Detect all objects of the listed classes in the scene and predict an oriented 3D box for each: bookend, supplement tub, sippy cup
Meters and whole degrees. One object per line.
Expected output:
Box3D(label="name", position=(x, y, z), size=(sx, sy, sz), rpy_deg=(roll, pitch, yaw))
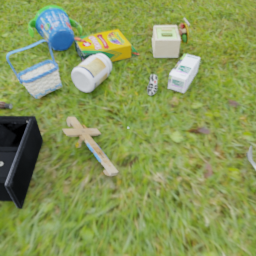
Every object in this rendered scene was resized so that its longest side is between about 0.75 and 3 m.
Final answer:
Box3D(label="bookend", position=(-4.356, 0.957, 8.618), size=(2.705, 1.246, 2.688), rpy_deg=(1, 45, 1))
Box3D(label="supplement tub", position=(-1.524, -2.378, 11.968), size=(1.151, 1.151, 1.594), rpy_deg=(23, 49, 21))
Box3D(label="sippy cup", position=(-3.625, -4.907, 14.186), size=(2.376, 1.866, 1.741), rpy_deg=(-32, 60, 1))

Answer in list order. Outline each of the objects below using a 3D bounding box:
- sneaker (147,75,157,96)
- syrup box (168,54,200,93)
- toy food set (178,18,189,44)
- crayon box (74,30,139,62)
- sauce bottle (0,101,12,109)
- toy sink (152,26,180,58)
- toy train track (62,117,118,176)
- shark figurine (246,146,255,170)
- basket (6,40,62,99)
Box3D(label="sneaker", position=(1.056, -1.776, 11.959), size=(0.405, 0.419, 1.005), rpy_deg=(14, 63, 4))
Box3D(label="syrup box", position=(2.452, -2.405, 12.275), size=(0.747, 0.773, 1.898), rpy_deg=(20, 48, 20))
Box3D(label="toy food set", position=(2.627, -4.629, 13.632), size=(0.431, 1.319, 0.776), rpy_deg=(-16, 56, -2))
Box3D(label="crayon box", position=(-1.060, -4.035, 13.917), size=(2.843, 0.722, 1.805), rpy_deg=(-17, 47, -16))
Box3D(label="sauce bottle", position=(-5.103, -0.915, 11.137), size=(0.979, 0.317, 0.317), rpy_deg=(11, 46, 7))
Box3D(label="toy sink", position=(1.868, -4.475, 14.113), size=(1.225, 1.053, 1.879), rpy_deg=(1, 45, 1))
Box3D(label="toy train track", position=(-1.317, 0.660, 9.427), size=(1.567, 0.444, 2.731), rpy_deg=(0, 40, -51))
Box3D(label="shark figurine", position=(4.560, 1.314, 8.682), size=(0.802, 1.148, 1.922), rpy_deg=(-23, 26, -27))
Box3D(label="basket", position=(-3.704, -2.320, 11.280), size=(1.750, 1.984, 1.380), rpy_deg=(-29, 40, -23))
